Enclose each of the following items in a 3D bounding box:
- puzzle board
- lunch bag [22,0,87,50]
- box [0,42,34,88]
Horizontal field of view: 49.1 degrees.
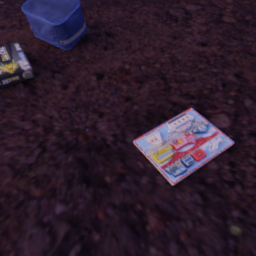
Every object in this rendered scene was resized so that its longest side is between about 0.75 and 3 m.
[{"bbox_3d":[1.657,0.418,8.400,2.451,0.213,1.847,-28,55,-23],"label":"puzzle board"},{"bbox_3d":[-3.080,-4.489,11.753,2.475,1.638,1.682,30,67,19],"label":"lunch bag"},{"bbox_3d":[-4.674,-2.387,10.648,1.643,0.500,2.038,-20,52,-19],"label":"box"}]
